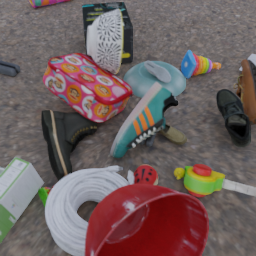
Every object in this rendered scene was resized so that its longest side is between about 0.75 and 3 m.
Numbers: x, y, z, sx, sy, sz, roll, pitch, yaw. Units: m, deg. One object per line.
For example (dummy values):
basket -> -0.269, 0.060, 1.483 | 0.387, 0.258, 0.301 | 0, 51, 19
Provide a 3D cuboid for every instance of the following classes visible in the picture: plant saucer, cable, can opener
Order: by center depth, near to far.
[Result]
cable -> -0.790, 1.843, 6.325 | 2.064, 0.714, 2.064 | 2, 45, -12
can opener -> 0.766, -0.150, 8.780 | 0.473, 0.593, 1.774 | 16, 60, 10
plant saucer -> 1.010, -1.956, 10.521 | 2.380, 0.458, 2.380 | 0, 46, 0
can opener -> -5.236, -2.596, 10.978 | 2.052, 0.686, 0.547 | 16, 47, 16

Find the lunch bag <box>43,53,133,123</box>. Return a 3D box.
lunch bag -> -1.179, -1.396, 9.100 | 2.549, 1.044, 2.245 | 36, 32, 11

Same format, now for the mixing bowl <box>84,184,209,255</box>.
mixing bowl -> 0.141, 1.869, 4.928 | 2.284, 2.284, 1.237 | -23, 28, -21

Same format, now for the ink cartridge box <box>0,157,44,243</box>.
ink cartridge box -> -2.737, 1.628, 6.301 | 0.515, 0.902, 1.737 | 15, 53, 21

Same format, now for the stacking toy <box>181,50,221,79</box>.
stacking toy -> 2.909, -2.423, 10.841 | 1.536, 0.843, 0.891 | -2, 56, -17

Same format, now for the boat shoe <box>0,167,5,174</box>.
boat shoe -> -3.318, 1.126, 7.251 | 0.912, 0.322, 0.290 | 2, 21, 27

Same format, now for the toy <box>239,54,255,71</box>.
toy -> 4.972, -2.387, 11.041 | 0.766, 0.314, 1.330 | 31, 53, 24

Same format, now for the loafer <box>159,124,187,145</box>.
loafer -> 1.298, 0.172, 8.401 | 1.006, 0.339, 0.383 | 28, 79, 34

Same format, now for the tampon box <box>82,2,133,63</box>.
tampon box -> -0.896, -3.945, 11.688 | 1.864, 1.570, 2.487 | -6, 45, -6

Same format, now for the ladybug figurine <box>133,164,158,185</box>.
ladybug figurine -> 0.422, 1.268, 7.190 | 0.682, 0.361, 1.005 | -8, 27, 9

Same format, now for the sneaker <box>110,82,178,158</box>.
sneaker -> 0.480, -0.070, 7.834 | 0.987, 0.881, 2.469 | 35, 84, 5

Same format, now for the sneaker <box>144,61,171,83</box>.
sneaker -> 1.079, -1.995, 9.994 | 1.147, 0.406, 0.419 | 43, 96, 17

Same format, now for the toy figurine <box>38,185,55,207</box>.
toy figurine -> -1.773, 1.629, 7.013 | 0.724, 0.591, 0.787 | -16, 21, -34

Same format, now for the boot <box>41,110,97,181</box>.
boot -> -1.486, 0.318, 8.046 | 1.627, 0.911, 2.353 | -6, 54, -25

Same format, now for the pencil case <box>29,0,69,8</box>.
pencil case -> -4.264, -7.532, 15.596 | 2.608, 1.152, 1.152 | -28, 51, -23

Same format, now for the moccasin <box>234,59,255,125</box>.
moccasin -> 3.846, -1.166, 9.010 | 0.854, 0.902, 2.335 | 18, 64, -39

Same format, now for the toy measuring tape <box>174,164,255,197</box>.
toy measuring tape -> 2.160, 1.412, 6.812 | 2.207, 0.812, 0.812 | 15, 47, 22

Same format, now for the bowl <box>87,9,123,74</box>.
bowl -> -0.810, -2.729, 8.870 | 0.934, 1.991, 1.991 | -1, 45, -12

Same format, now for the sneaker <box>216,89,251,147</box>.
sneaker -> 3.045, -0.431, 8.083 | 0.710, 1.064, 1.857 | -17, 68, 16
